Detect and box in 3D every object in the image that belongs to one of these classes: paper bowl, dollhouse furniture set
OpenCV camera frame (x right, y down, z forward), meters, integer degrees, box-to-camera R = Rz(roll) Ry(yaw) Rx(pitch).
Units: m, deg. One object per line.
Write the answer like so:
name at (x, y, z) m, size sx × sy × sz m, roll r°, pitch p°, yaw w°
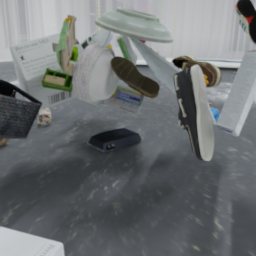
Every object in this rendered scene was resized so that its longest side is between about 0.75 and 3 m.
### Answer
paper bowl at (-0.798, -1.461, 7.956) m, size 0.853 × 1.641 × 1.641 m, roll 20°, pitch 24°, yaw 14°
dollhouse furniture set at (-1.769, -1.771, 6.951) m, size 0.827 × 1.070 × 2.141 m, roll 12°, pitch -26°, yaw -3°

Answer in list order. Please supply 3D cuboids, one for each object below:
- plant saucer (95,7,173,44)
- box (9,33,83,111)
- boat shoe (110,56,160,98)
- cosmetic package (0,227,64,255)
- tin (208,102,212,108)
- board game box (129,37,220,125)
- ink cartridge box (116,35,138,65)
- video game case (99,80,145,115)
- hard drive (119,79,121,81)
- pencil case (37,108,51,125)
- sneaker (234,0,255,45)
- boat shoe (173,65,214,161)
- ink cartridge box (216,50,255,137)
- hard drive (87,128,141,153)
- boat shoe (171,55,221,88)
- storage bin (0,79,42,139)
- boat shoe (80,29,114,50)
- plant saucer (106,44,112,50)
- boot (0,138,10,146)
plant saucer at (0.229, -3.006, 8.003) m, size 2.316 × 0.581 × 2.316 m, roll 11°, pitch 26°, yaw -5°
box at (-2.507, -1.798, 9.165) m, size 2.043 × 1.342 × 2.053 m, roll -25°, pitch -17°, yaw -21°
boat shoe at (0.137, -1.258, 7.335) m, size 1.504 × 0.541 × 0.511 m, roll 41°, pitch -10°, yaw 7°
cosmetic package at (-2.382, 2.322, 4.561) m, size 2.405 × 0.857 × 1.220 m, roll 7°, pitch 20°, yaw 17°
tin at (4.207, -1.338, 16.245) m, size 1.329 × 0.278 × 0.744 m, roll 0°, pitch 23°, yaw 0°
board game box at (1.595, -1.575, 9.014) m, size 2.977 × 0.385 × 2.977 m, roll 46°, pitch 4°, yaw 31°
ink cartridge box at (-0.045, -2.342, 8.741) m, size 0.324 × 0.985 × 1.353 m, roll -15°, pitch 31°, yaw 18°
video game case at (-0.466, -1.212, 10.203) m, size 2.068 × 0.228 × 1.882 m, roll 17°, pitch -22°, yaw -1°
hard drive at (-1.362, -2.233, 12.016) m, size 2.086 × 1.407 × 0.442 m, roll -1°, pitch 48°, yaw 38°
pencil case at (-4.060, -0.586, 13.544) m, size 0.637 × 0.554 × 1.425 m, roll -8°, pitch 20°, yaw -12°
sneaker at (2.660, -2.321, 6.155) m, size 0.374 × 1.062 × 0.496 m, roll -30°, pitch 9°, yaw 13°
boat shoe at (1.469, -0.334, 6.472) m, size 0.683 × 2.264 × 0.836 m, roll -13°, pitch -15°, yaw 31°
ink cartridge box at (2.849, -0.952, 6.775) m, size 0.498 × 2.301 × 2.259 m, roll 22°, pitch 4°, yaw 24°
hard drive at (-0.517, 0.424, 10.841) m, size 1.834 × 0.388 × 1.237 m, roll -15°, pitch 24°, yaw -37°
boat shoe at (2.539, -2.217, 11.055) m, size 0.970 × 0.969 × 2.623 m, roll -2°, pitch 25°, yaw -21°
storage bin at (-3.671, -0.618, 7.152) m, size 1.645 × 1.141 × 2.434 m, roll 30°, pitch 7°, yaw 23°
boat shoe at (-1.358, -3.392, 11.149) m, size 0.628 × 0.691 × 1.879 m, roll 3°, pitch -24°, yaw -44°
plant saucer at (-1.661, -2.884, 13.648) m, size 2.084 × 2.084 × 0.505 m, roll -8°, pitch 33°, yaw 4°
boot at (-5.090, 0.229, 11.211) m, size 1.600 × 0.514 × 1.491 m, roll 11°, pitch 34°, yaw 38°
